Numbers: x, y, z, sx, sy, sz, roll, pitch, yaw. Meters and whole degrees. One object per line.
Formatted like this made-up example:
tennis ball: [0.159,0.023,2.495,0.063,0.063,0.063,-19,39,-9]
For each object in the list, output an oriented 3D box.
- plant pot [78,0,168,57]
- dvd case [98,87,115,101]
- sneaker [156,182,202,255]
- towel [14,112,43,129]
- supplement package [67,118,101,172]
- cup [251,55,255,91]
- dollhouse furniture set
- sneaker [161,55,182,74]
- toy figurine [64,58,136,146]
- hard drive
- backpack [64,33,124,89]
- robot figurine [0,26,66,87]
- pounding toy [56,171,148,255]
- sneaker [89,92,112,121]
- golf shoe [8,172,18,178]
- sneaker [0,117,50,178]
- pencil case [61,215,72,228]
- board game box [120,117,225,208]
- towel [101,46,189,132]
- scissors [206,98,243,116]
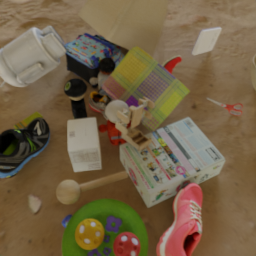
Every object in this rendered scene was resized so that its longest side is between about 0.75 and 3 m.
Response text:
plant pot: [0.034,-4.830,11.657,2.698,2.389,2.695,9,31,-46]
dvd case: [-0.482,-1.329,10.424,1.059,0.755,0.093,24,50,-25]
sneaker: [1.629,2.494,7.299,0.860,1.012,2.333,38,59,-17]
towel: [-3.661,-0.235,10.276,0.434,0.091,1.009,37,60,25]
supplement package: [-1.378,0.549,8.904,0.917,1.246,1.192,-6,51,-5]
cup: [5.577,-1.995,10.942,1.744,1.247,1.744,-1,51,1]
dollhouse furniture set: [0.306,-0.065,8.296,0.813,1.250,1.148,36,47,27]
sneaker: [1.551,-2.125,11.151,1.707,0.657,0.725,-44,69,16]
toy figurine: [-0.566,-1.071,9.795,2.704,1.881,2.662,29,57,22]
hard drive: [3.410,-3.775,12.159,0.203,1.058,1.604,39,42,25]
backpack: [-1.238,-3.023,11.608,2.079,1.532,2.277,37,59,26]
robot figurine: [-3.883,-2.712,10.934,2.940,1.660,2.493,-31,44,9]
pounding toy: [-0.587,2.405,6.796,2.199,1.322,2.849,-11,67,-13]
sneaker: [-0.777,-0.769,10.306,1.729,0.710,0.673,26,56,19]
golf shoe: [-3.724,1.204,9.010,0.436,0.358,0.922,-3,46,18]
sneaker: [-3.305,0.406,8.758,0.946,1.106,2.670,12,35,14]
pencil case: [-1.451,2.824,7.649,0.402,0.361,0.925,-49,62,2]
board game box: [1.317,0.994,8.802,2.643,0.850,1.950,-20,52,-17]
towel: [0.491,-1.351,9.302,2.627,0.299,1.887,43,95,19]
scissors: [3.576,-0.780,10.453,1.389,0.508,0.097,11,38,9]
